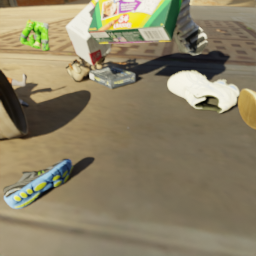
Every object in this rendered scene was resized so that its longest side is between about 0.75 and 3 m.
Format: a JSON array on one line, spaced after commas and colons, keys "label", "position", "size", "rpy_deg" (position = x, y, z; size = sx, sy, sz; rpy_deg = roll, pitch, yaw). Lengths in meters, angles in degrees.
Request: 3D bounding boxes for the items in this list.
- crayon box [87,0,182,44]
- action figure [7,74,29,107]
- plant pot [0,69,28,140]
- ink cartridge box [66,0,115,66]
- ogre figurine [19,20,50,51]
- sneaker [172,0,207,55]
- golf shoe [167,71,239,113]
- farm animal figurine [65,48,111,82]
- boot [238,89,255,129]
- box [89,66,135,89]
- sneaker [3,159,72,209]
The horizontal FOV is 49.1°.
[{"label": "crayon box", "position": [0.273, -3.760, 8.520], "size": [2.619, 2.260, 0.764], "rpy_deg": [8, -14, 30]}, {"label": "action figure", "position": [-4.990, -0.869, 9.671], "size": [2.607, 1.410, 2.695], "rpy_deg": [-5, 55, 5]}, {"label": "plant pot", "position": [-4.202, -0.464, 7.905], "size": [1.895, 2.184, 2.184], "rpy_deg": [-22, 33, -6]}, {"label": "ink cartridge box", "position": [-0.998, -3.738, 10.352], "size": [0.957, 1.685, 2.312], "rpy_deg": [37, 77, 14]}, {"label": "ogre figurine", "position": [-3.393, -3.427, 10.269], "size": [0.777, 0.950, 1.584], "rpy_deg": [5, 16, -37]}, {"label": "sneaker", "position": [1.767, -4.039, 10.244], "size": [1.127, 3.000, 1.216], "rpy_deg": [-30, 19, -11]}, {"label": "golf shoe", "position": [2.486, -1.286, 10.224], "size": [2.795, 1.094, 1.359], "rpy_deg": [18, 43, 36]}, {"label": "farm animal figurine", "position": [-1.623, -2.969, 12.818], "size": [2.199, 1.106, 1.776], "rpy_deg": [-32, 19, 10]}, {"label": "boot", "position": [4.918, -0.462, 8.723], "size": [2.095, 0.981, 2.695], "rpy_deg": [-6, 31, -10]}, {"label": "box", "position": [-0.730, -2.304, 12.588], "size": [1.360, 0.440, 1.725], "rpy_deg": [-23, 36, -34]}, {"label": "sneaker", "position": [-1.983, 1.109, 6.290], "size": [0.704, 0.603, 1.700], "rpy_deg": [31, 44, 32]}]
